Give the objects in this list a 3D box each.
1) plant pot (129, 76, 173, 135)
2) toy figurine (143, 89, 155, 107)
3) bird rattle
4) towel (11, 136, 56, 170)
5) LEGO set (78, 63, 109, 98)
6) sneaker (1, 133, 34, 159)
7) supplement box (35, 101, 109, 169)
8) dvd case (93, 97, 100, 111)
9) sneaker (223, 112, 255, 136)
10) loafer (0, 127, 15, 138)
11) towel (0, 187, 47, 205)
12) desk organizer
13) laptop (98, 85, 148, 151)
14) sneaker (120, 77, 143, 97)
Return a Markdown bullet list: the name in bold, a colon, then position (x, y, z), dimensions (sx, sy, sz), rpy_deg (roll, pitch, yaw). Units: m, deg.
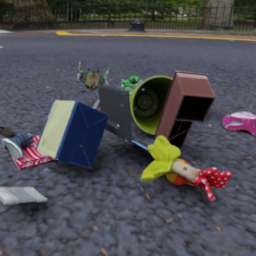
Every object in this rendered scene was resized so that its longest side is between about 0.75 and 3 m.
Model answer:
- **plant pot**: position (0.962, -1.004, 11.517), dimensions (2.236, 2.236, 2.153), rpy_deg (-6, 11, -12)
- **toy figurine**: position (1.191, -1.745, 13.576), dimensions (0.993, 1.128, 1.883), rpy_deg (-29, 13, 32)
- **bird rattle**: position (1.496, 1.129, 7.555), dimensions (2.231, 1.257, 1.819), rpy_deg (17, -10, 1)
- **towel**: position (-2.812, 0.602, 10.058), dimensions (2.630, 0.296, 1.902), rpy_deg (-16, 29, -30)
- **LEGO set**: position (-1.500, -1.961, 13.335), dimensions (1.678, 2.584, 0.732), rpy_deg (-24, 7, -15)
- **sneaker**: position (-3.552, 0.570, 9.457), dimensions (0.963, 0.507, 1.333), rpy_deg (-16, 29, -39)
- **supplement box**: position (-1.734, 0.162, 8.529), dimensions (1.153, 1.717, 1.715), rpy_deg (24, -10, -37)
- **dvd case**: position (-1.178, -0.729, 11.438), dimensions (0.104, 0.944, 0.689), rpy_deg (23, -9, 40)
- **sneaker**: position (4.910, -0.242, 11.245), dimensions (1.977, 0.804, 0.872), rpy_deg (16, 29, 26)
- **loafer**: position (-4.799, 0.145, 10.969), dimensions (0.856, 0.305, 0.312), rpy_deg (12, 27, 29)
- **towel**: position (-2.702, 1.656, 7.007), dimensions (1.066, 0.191, 1.107), rpy_deg (8, 2, -40)
- **desk organizer**: position (1.680, -0.261, 8.881), dimensions (1.029, 2.870, 1.105), rpy_deg (5, 44, -8)
- **laptop**: position (0.118, -0.210, 8.960), dimensions (1.349, 2.328, 2.179), rpy_deg (-11, 17, -26)
- **sneaker**: position (0.683, -2.144, 14.683), dimensions (1.024, 1.118, 2.624), rpy_deg (13, 20, 44)
